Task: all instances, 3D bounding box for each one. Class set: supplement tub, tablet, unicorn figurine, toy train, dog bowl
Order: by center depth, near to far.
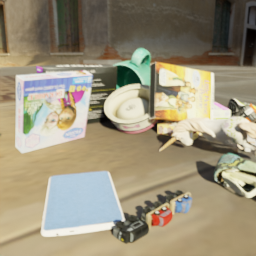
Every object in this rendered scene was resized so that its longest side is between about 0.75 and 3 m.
[{"bbox_3d":[0.531,1.484,4.793,1.805,0.308,0.413,-15,25,-40],"label":"toy train"},{"bbox_3d":[-0.909,1.372,5.472,1.370,0.144,2.106,-3,16,-11],"label":"tablet"},{"bbox_3d":[2.469,0.172,7.475,1.928,1.036,2.806,21,-24,-22],"label":"unicorn figurine"},{"bbox_3d":[3.775,-0.351,9.104,0.521,0.850,0.521,37,25,-21],"label":"supplement tub"},{"bbox_3d":[0.216,-0.648,10.045,2.060,0.759,2.060,-8,46,9],"label":"dog bowl"}]

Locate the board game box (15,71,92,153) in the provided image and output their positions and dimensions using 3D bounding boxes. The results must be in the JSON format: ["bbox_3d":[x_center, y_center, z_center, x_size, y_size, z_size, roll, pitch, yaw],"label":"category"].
[{"bbox_3d":[-2.174,-0.517,8.296,2.210,2.205,0.455,-16,38,-42],"label":"board game box"}]

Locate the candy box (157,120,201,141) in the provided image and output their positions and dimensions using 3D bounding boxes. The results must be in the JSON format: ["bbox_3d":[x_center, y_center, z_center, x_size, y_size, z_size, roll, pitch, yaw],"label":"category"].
[{"bbox_3d":[1.769,0.055,9.621,1.336,0.369,0.771,13,22,35],"label":"candy box"}]

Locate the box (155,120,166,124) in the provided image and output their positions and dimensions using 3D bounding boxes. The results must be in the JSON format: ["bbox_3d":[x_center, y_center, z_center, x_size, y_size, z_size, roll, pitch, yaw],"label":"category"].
[{"bbox_3d":[1.429,-0.404,11.478,0.858,0.237,1.257,9,18,29],"label":"box"}]

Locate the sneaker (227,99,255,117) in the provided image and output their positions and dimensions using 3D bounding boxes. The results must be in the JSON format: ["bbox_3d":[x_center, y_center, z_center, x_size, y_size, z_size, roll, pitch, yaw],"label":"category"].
[{"bbox_3d":[4.989,-0.709,11.918,0.857,0.783,2.119,7,18,-17],"label":"sneaker"}]

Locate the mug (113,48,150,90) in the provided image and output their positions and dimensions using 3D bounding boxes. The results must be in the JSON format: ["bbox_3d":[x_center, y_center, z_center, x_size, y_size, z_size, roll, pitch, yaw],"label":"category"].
[{"bbox_3d":[0.300,-1.897,12.293,2.770,2.276,1.713,-24,4,37],"label":"mug"}]

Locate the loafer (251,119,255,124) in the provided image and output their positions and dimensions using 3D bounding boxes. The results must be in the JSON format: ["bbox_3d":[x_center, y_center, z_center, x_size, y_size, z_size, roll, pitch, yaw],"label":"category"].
[{"bbox_3d":[5.051,-0.225,10.435,1.756,0.641,0.626,-2,46,-10],"label":"loafer"}]

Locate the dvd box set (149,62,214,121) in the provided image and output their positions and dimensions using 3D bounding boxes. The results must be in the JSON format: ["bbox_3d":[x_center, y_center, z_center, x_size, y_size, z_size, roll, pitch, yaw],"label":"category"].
[{"bbox_3d":[1.870,-1.121,9.538,2.520,1.843,0.370,4,-4,-28],"label":"dvd box set"}]

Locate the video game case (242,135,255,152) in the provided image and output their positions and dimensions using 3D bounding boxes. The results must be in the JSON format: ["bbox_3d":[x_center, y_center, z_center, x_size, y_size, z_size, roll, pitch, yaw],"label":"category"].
[{"bbox_3d":[4.820,0.359,8.716,2.539,0.279,2.315,5,17,14],"label":"video game case"}]

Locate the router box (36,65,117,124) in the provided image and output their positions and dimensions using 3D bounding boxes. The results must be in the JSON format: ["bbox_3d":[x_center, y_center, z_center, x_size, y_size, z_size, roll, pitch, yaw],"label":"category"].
[{"bbox_3d":[-1.863,-1.257,10.737,2.988,2.228,0.763,-9,20,-32],"label":"router box"}]

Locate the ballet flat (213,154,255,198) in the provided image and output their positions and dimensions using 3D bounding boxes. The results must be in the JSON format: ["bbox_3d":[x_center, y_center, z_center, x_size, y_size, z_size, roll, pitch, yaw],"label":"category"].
[{"bbox_3d":[2.683,1.165,5.435,0.832,0.832,2.242,-13,19,-38],"label":"ballet flat"}]

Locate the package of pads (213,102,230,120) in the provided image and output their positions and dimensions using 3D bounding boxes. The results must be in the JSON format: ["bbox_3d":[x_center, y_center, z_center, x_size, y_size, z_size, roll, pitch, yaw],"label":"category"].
[{"bbox_3d":[3.259,-0.662,11.689,1.373,0.606,1.778,-2,16,-4],"label":"package of pads"}]
